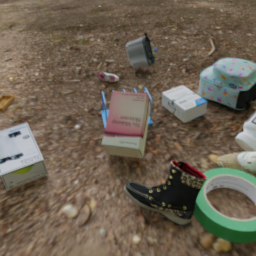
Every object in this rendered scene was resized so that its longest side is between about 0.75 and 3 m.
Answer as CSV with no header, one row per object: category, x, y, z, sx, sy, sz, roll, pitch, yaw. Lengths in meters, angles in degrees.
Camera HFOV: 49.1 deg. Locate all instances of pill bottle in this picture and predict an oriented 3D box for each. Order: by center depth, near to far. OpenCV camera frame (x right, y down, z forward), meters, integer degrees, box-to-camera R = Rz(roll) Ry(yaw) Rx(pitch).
pill bottle,4.291,-0.069,8.612,1.900,1.106,1.106,-47,47,-1

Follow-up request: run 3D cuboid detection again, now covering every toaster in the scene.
toaster,0.576,-3.720,13.740,1.066,1.650,0.937,-8,19,27

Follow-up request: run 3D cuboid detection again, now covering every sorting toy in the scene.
sorting toy,1.073,-4.487,15.588,1.342,0.755,0.183,42,65,16

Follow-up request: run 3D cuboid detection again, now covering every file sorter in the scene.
file sorter,-0.083,-0.750,10.223,1.737,1.066,1.205,-7,35,-9

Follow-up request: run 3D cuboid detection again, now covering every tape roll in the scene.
tape roll,2.618,1.872,7.058,1.997,0.480,1.997,0,35,0

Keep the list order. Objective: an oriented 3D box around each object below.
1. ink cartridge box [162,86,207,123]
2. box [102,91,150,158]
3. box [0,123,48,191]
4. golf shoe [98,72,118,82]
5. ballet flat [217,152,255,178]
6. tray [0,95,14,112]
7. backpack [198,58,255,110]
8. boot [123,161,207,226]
ink cartridge box,2.136,-0.948,10.813,1.064,0.614,1.457,-21,41,-20
box,-0.017,-0.097,8.641,1.151,0.981,1.801,5,69,11
box,-3.294,0.775,8.399,1.218,0.628,2.087,-19,40,-20
golf shoe,-0.929,-2.361,13.124,1.076,0.405,0.492,22,21,31
ballet flat,3.904,1.124,7.723,2.801,0.914,0.988,19,40,25
tray,-5.069,-1.000,11.327,0.501,0.188,1.015,5,37,6
backpack,3.980,-1.841,11.258,2.214,1.697,1.946,17,40,37
boot,0.886,1.396,6.742,1.809,1.362,0.662,26,23,16
